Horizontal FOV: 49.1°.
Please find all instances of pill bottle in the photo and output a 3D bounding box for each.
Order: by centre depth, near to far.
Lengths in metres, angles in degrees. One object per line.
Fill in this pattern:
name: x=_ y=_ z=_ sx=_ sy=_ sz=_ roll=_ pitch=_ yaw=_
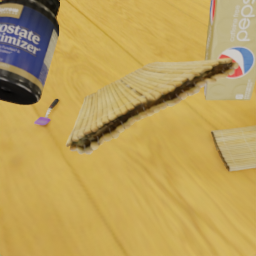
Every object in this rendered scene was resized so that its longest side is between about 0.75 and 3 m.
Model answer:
pill bottle: x=-1.652 y=-1.341 z=4.363 sx=0.997 sy=0.997 sz=1.783 roll=7 pitch=72 yaw=7

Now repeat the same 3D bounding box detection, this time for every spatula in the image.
spatula: x=-2.101 y=-0.439 z=7.450 sx=0.307 sy=0.112 sz=1.086 roll=13 pitch=49 yaw=9

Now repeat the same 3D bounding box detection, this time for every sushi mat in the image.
sushi mat: x=0.044 y=-0.461 z=3.336 sx=1.371 sy=0.173 sz=2.866 roll=-28 pitch=14 yaw=1
sushi mat: x=3.348 y=0.369 z=6.706 sx=2.526 sy=0.153 sz=1.208 roll=-7 pitch=50 yaw=-7

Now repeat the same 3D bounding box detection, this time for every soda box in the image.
soda box: x=2.015 y=-1.862 z=5.246 sx=0.943 sy=2.785 sz=0.892 roll=1 pitch=45 yaw=9
